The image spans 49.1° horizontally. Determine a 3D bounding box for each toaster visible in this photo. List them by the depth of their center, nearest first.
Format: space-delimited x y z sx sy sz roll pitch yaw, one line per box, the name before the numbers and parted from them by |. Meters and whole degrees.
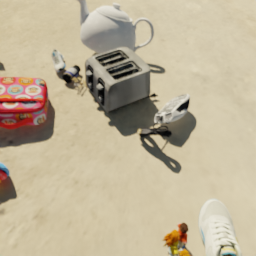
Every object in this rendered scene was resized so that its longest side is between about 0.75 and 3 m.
toaster | -0.311 -1.839 10.510 2.244 1.332 2.029 -23 51 -19

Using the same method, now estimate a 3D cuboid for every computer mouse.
computer mouse | 1.423 -0.361 9.489 1.384 0.554 2.524 -11 24 49

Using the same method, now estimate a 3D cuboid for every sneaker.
sneaker | 2.164 2.661 6.382 0.884 0.933 2.310 5 50 -1
sneaker | -3.072 -2.915 12.019 0.526 0.608 1.403 -28 45 3

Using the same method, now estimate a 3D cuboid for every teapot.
teapot | -0.676 -4.322 12.084 2.665 1.946 2.630 -8 40 -42

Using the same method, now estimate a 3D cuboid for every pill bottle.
pill bottle | -2.313 -2.234 11.546 0.461 0.461 0.825 17 48 16

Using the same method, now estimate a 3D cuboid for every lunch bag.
lunch bag | -4.065 -0.820 9.781 2.424 0.993 2.135 -2 47 -10

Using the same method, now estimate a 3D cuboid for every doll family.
doll family | 1.181 2.834 6.197 0.700 0.965 1.554 -11 41 -10

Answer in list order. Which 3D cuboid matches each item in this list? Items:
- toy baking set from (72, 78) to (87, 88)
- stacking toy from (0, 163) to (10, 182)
toy baking set | -1.932 -1.777 11.210 0.597 0.091 0.778 1 41 -37
stacking toy | -3.969 1.633 7.706 0.840 0.794 1.447 23 60 -8
